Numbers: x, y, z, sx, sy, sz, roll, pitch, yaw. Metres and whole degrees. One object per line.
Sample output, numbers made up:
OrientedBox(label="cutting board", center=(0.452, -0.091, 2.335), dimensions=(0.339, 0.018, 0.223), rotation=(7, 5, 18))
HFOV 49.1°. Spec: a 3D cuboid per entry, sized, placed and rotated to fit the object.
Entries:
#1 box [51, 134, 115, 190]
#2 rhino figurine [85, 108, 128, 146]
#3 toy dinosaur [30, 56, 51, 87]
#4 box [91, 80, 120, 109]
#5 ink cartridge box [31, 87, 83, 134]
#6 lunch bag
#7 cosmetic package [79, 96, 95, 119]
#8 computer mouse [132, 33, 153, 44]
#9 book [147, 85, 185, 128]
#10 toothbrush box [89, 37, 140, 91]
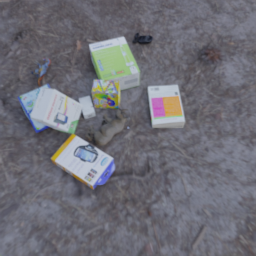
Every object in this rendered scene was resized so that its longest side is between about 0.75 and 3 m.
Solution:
OrientedBox(label="box", center=(-1.619, 1.310, 10.609), dimensions=(2.235, 0.464, 1.331), rotation=(31, 62, 14))
OrientedBox(label="rhino figurine", center=(-0.697, -0.092, 11.323), dimensions=(0.916, 0.626, 2.095), rotation=(39, 66, 19))
OrientedBox(label="toy dinosaur", center=(-3.940, -2.704, 12.828), dimensions=(0.665, 1.267, 1.150), rotation=(17, 37, 20))
OrientedBox(label="box", center=(-0.908, -1.395, 11.779), dimensions=(1.083, 1.125, 0.686), rotation=(3, 59, 3))
OrientedBox(label="ink cartridge box", center=(-2.637, -0.608, 10.533), dimensions=(0.748, 1.711, 1.243), rotation=(10, 78, 33))
OrientedBox(label="lunch bag", center=(-3.519, -0.762, 11.543), dimensions=(1.386, 1.039, 1.630), rotation=(-27, 79, -17))
OrientedBox(label="cosmetic package", center=(-1.744, -0.875, 11.925), dimensions=(0.507, 0.364, 0.898), rotation=(-18, 63, -8))
OrientedBox(label="computer mouse", center=(0.777, -4.435, 14.082), dimensions=(1.013, 0.267, 0.701), rotation=(10, 62, 19))
OrientedBox(label="book", center=(1.576, -0.946, 11.923), dimensions=(1.336, 0.480, 1.999), rotation=(-3, 58, -1))
OrientedBox(label="toothbrush box", center=(-0.632, -2.844, 12.692), dimensions=(1.696, 1.003, 2.329), rotation=(-16, 61, -9))
